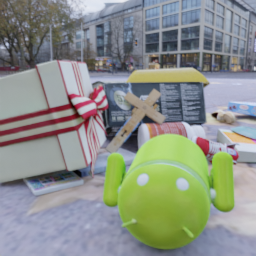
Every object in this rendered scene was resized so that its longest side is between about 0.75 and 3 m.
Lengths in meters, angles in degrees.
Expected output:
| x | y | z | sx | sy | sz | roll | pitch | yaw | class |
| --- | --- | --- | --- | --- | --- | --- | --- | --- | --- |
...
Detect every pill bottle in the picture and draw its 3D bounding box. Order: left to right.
| x | y | z | sx | sy | sz | roll | pitch | yaw | class |
| --- | --- | --- | --- | --- | --- | --- | --- | --- | --- |
| 1.149 | 0.326 | 7.485 | 1.660 | 0.931 | 0.931 | -3 | 13 | -10 | pill bottle |

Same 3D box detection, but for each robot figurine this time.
| x | y | z | sx | sy | sz | roll | pitch | yaw | class |
| --- | --- | --- | --- | --- | --- | --- | --- | --- | --- |
| 0.584 | 0.879 | 4.229 | 1.893 | 1.248 | 2.158 | 1 | 19 | 14 | robot figurine |

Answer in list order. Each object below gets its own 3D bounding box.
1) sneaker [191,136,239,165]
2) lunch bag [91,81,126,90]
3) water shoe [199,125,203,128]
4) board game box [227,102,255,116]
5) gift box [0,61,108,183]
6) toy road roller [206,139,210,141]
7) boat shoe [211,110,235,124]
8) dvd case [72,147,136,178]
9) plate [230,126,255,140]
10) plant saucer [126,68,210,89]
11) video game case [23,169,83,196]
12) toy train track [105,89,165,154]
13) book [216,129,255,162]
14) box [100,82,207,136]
| x | y | z | sx | sy | sz | roll | pitch | yaw | class |
| --- | --- | --- | --- | --- | --- | --- | --- | --- | --- |
| 1.854 | 0.475 | 5.893 | 0.757 | 0.479 | 1.345 | -6 | -22 | 33 | sneaker |
| -0.269 | -1.363 | 12.539 | 2.196 | 1.574 | 2.678 | 1 | 1 | -25 | lunch bag |
| 2.360 | -0.169 | 10.296 | 0.570 | 0.630 | 1.595 | -1 | 13 | -5 | water shoe |
| 6.334 | -0.747 | 12.611 | 2.157 | 0.522 | 2.851 | -2 | 12 | -34 | board game box |
| -1.704 | -0.105 | 6.420 | 2.421 | 2.593 | 2.393 | -14 | 15 | 9 | gift box |
| 1.859 | 0.607 | 7.037 | 0.795 | 0.580 | 0.488 | -6 | 14 | -25 | toy road roller |
| 4.001 | -0.435 | 11.906 | 0.491 | 0.523 | 1.419 | -13 | 13 | -10 | boat shoe |
| -0.729 | 0.800 | 7.143 | 1.827 | 0.160 | 1.304 | -10 | 16 | -36 | dvd case |
| 4.073 | 0.214 | 8.604 | 1.787 | 0.228 | 1.787 | 15 | 10 | -3 | plate |
| 1.154 | -1.523 | 9.967 | 2.736 | 0.663 | 2.737 | -4 | -4 | -2 | plant saucer |
| -1.595 | 1.106 | 5.921 | 1.009 | 0.120 | 0.919 | -8 | 15 | -33 | video game case |
| 0.150 | -0.144 | 7.310 | 1.200 | 2.091 | 0.340 | 36 | -18 | 8 | toy train track |
| 3.390 | 0.504 | 7.902 | 1.262 | 0.454 | 1.890 | 3 | 13 | 2 | book |
| 0.582 | -0.531 | 8.909 | 2.932 | 1.263 | 2.401 | -3 | -7 | -10 | box |
